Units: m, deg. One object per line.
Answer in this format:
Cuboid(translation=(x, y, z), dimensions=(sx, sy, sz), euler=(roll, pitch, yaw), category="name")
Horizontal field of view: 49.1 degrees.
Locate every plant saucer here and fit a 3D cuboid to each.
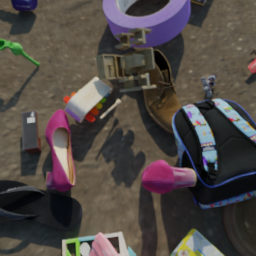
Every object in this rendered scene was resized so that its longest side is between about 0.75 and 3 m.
Cuboid(translation=(3.457, 2.288, 6.883), dimensions=(2.172, 0.320, 2.172), euler=(0, 65, 0), category="plant saucer")
Cuboid(translation=(-0.188, 3.017, 5.436), dimensions=(0.494, 1.950, 1.950), euler=(-32, 70, -19), category="plant saucer")

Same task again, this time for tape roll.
Cuboid(translation=(0.599, -3.948, 9.041), dimensions=(2.733, 0.897, 2.733), euler=(-6, 64, 13), category="tape roll")

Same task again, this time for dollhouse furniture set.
Cuboid(translation=(0.119, -1.772, 7.720), dimensions=(1.129, 1.699, 1.489), euler=(-14, 100, -45), category="dollhouse furniture set")

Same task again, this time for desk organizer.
Cuboid(translation=(-2.678, 0.125, 7.779), dimensions=(0.400, 0.429, 1.115), euler=(-10, 66, -4), category="desk organizer")

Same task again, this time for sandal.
Cuboid(translation=(-2.537, 1.853, 6.906), dimensions=(2.824, 0.605, 1.074), euler=(5, 66, 2), category="sandal")

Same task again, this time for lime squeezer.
Cuboid(translation=(-3.567, -2.338, 8.265), dimensions=(1.973, 0.697, 0.372), euler=(13, 83, -24), category="lime squeezer")

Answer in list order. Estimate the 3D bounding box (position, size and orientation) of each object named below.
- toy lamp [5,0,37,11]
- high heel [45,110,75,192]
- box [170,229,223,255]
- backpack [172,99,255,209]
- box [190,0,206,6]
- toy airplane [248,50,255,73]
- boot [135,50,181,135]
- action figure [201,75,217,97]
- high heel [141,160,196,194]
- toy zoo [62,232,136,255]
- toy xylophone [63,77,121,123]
Cuboid(translation=(-4.498, -4.625, 9.750), dimensions=(2.737, 0.797, 0.797), euler=(15, 67, 9), category="toy lamp")
Cuboid(translation=(-1.636, 0.497, 7.169), dimensions=(1.060, 0.745, 2.211), euler=(-16, 61, 43), category="high heel")
Cuboid(translation=(1.249, 3.055, 5.937), dimensions=(0.904, 0.373, 1.541), euler=(43, 72, 11), category="box")
Cuboid(translation=(2.198, 0.492, 6.961), dimensions=(2.202, 1.623, 2.412), euler=(-15, 50, -8), category="backpack")
Cuboid(translation=(1.833, -5.992, 10.374), dimensions=(2.970, 0.733, 2.371), euler=(23, 69, 10), category="box")
Cuboid(translation=(4.484, -1.964, 8.804), dimensions=(1.483, 0.273, 1.483), euler=(0, 66, 0), category="toy airplane")
Cuboid(translation=(0.967, -1.060, 7.960), dimensions=(0.966, 0.990, 2.625), euler=(-15, 68, -22), category="boot")
Cuboid(translation=(2.325, -1.232, 8.156), dimensions=(0.328, 0.615, 0.945), euler=(-2, 24, 34), category="action figure")
Cuboid(translation=(0.460, 1.133, 6.263), dimensions=(1.110, 2.315, 0.780), euler=(2, 86, -18), category="high heel")
Cuboid(translation=(-0.666, 3.114, 6.578), dimensions=(1.707, 0.175, 1.120), euler=(-6, 66, -3), category="toy zoo")
Cuboid(translation=(-0.966, -0.757, 7.917), dimensions=(1.198, 0.411, 1.636), euler=(44, 53, 8), category="toy xylophone")
